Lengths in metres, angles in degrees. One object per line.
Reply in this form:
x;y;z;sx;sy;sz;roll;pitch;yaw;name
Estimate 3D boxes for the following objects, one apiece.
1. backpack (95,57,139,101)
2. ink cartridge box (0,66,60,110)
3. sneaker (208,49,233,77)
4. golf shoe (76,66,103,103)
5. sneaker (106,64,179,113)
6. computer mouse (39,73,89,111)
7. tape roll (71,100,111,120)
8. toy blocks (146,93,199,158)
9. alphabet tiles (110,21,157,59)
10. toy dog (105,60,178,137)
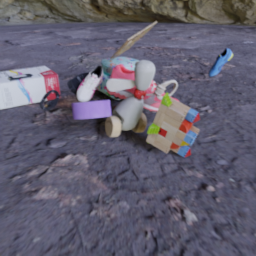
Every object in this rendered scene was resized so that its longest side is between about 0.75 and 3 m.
-0.480;-2.382;13.317;2.194;1.861;2.471;-20;27;-36;backpack
-4.864;-1.911;12.893;2.850;1.180;2.077;-15;30;-29;ink cartridge box
2.592;-1.883;8.062;0.356;0.908;0.299;21;26;-40;sneaker
-1.360;-1.556;9.798;0.573;0.727;1.580;24;56;0;golf shoe
0.525;-1.440;9.969;2.918;1.265;1.075;23;27;20;sneaker
-2.164;-1.301;10.093;2.454;0.719;0.418;-36;8;-34;computer mouse
-1.118;-0.556;8.538;1.168;0.496;1.168;-4;5;0;tape roll
1.376;0.075;7.993;1.335;1.953;0.976;30;41;15;toy blocks
0.122;-3.542;11.649;1.729;0.078;2.068;-41;8;-28;alphabet tiles
0.069;-0.984;9.047;1.842;2.793;1.345;14;32;-43;toy dog
